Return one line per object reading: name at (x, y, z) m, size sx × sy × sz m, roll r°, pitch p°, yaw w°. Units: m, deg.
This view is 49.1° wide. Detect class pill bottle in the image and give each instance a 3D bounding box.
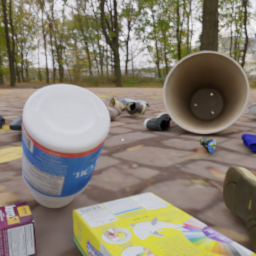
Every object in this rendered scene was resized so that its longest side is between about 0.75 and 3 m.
pill bottle at (-0.859, 0.352, 3.583) m, size 0.946 × 1.685 × 0.946 m, roll 10°, pitch 50°, yaw -12°

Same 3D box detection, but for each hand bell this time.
hand bell at (-0.134, -1.043, 14.714) m, size 1.580 × 0.823 × 0.823 m, roll 9°, pitch 5°, yaw -25°

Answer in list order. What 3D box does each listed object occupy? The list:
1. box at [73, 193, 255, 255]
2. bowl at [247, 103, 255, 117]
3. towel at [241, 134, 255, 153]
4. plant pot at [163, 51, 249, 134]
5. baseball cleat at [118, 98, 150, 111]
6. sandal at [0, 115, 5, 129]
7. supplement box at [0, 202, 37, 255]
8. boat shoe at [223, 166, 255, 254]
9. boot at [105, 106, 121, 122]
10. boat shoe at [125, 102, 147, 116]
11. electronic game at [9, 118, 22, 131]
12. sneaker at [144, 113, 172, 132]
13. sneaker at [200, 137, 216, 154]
box at (0.309, 1.187, 2.594) m, size 1.094 × 0.451 × 1.865 m, roll -5°, pitch 9°, yaw -29°
bowl at (5.892, -0.717, 11.950) m, size 1.413 × 0.635 × 1.413 m, roll -5°, pitch -10°, yaw -1°
towel at (3.454, 0.437, 7.241) m, size 0.885 × 0.297 × 1.198 m, roll 9°, pitch 12°, yaw 11°
plant pot at (2.800, -1.030, 10.073) m, size 2.612 × 2.612 × 2.789 m, roll 3°, pitch -3°, yaw 18°
baseball cleat at (0.301, -1.272, 15.326) m, size 2.042 × 0.712 × 1.087 m, roll -9°, pitch 13°, yaw -37°
sandal at (-5.153, -0.327, 10.715) m, size 0.876 × 0.493 × 2.304 m, roll -6°, pitch 12°, yaw -28°
supplement box at (-1.422, 1.133, 2.929) m, size 0.805 × 0.415 × 0.527 m, roll -6°, pitch 12°, yaw -28°
boat shoe at (1.658, 0.963, 3.026) m, size 0.665 × 0.709 × 1.969 m, roll 8°, pitch 14°, yaw -1°
boot at (-1.379, -0.695, 12.085) m, size 2.058 × 0.723 × 1.505 m, roll 21°, pitch 24°, yaw 38°
boat shoe at (0.246, -0.922, 12.641) m, size 0.578 × 0.652 × 1.782 m, roll 24°, pitch -8°, yaw -22°
electronic game at (-2.342, -0.063, 8.979) m, size 2.726 × 0.567 × 2.726 m, roll -1°, pitch 2°, yaw 0°
sneaker at (1.306, -0.179, 10.000) m, size 0.734 × 0.524 × 1.481 m, roll 12°, pitch 21°, yaw 43°
sneaker at (1.940, 0.417, 6.871) m, size 0.379 × 0.324 × 0.914 m, roll 17°, pitch 9°, yaw 13°
